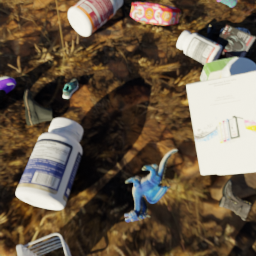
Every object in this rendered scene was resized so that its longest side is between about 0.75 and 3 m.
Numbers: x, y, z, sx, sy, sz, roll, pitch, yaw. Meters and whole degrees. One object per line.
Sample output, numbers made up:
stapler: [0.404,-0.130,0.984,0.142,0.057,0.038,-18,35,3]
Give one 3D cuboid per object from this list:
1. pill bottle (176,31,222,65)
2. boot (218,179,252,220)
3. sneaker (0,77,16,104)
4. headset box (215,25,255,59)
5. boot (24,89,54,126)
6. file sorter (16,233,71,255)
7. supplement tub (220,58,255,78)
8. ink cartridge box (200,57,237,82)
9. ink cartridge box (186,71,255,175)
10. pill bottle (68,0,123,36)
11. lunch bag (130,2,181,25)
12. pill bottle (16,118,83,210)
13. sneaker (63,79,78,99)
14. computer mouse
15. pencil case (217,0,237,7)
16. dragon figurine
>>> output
pill bottle: [3.268,-3.709,12.976,1.862,1.079,1.079,36,66,20]
boot: [3.775,2.480,9.741,1.024,0.407,1.177,21,70,10]
sneaker: [-5.592,-1.190,11.713,2.258,0.785,1.123,-34,68,-13]
headset box: [5.000,-3.861,13.079,1.626,0.628,1.210,33,92,19]
boot: [-3.690,-0.892,11.652,1.110,0.622,1.605,-9,73,-11]
file sorter: [-2.224,3.956,7.995,1.180,1.896,1.315,-17,61,-15]
supplement tub: [4.341,-1.783,11.373,1.347,1.853,1.347,0,59,0]
ink cartridge box: [4.280,-2.459,12.244,2.021,1.049,0.599,-13,61,-7]
ink cartridge box: [2.868,-0.109,7.892,1.807,1.839,2.499,-9,91,23]
pill bottle: [-1.569,-5.951,14.047,1.497,1.497,2.733,35,66,19]
lunch bag: [1.053,-4.204,10.316,1.645,0.674,1.449,22,30,26]
pill bottle: [-2.555,1.183,9.751,1.633,1.633,2.941,11,60,6]
sneaker: [-2.508,-1.777,12.172,0.413,0.485,1.063,17,60,10]
computer mouse: [4.919,-4.557,13.860,2.047,0.449,1.123,8,61,8]
pencil case: [3.818,-4.968,10.858,0.873,0.403,0.371,2,83,-34]
dragon figurine: [0.736,1.669,7.886,2.375,0.699,1.181,-40,74,9]
